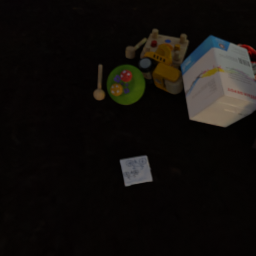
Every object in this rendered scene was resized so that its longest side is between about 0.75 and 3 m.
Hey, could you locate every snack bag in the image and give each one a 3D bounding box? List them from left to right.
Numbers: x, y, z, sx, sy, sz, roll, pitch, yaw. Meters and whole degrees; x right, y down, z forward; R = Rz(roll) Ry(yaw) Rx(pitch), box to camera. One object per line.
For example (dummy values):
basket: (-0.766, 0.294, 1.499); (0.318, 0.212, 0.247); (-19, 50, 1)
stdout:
snack bag: (0.236, 1.209, 7.923); (0.813, 0.092, 0.862); (-9, 53, -7)

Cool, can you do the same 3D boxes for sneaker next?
sneaker: (3.478, -2.499, 9.987); (2.542, 1.362, 0.849); (31, 62, 18)

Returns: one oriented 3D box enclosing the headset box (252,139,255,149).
headset box: (4.761, -0.739, 7.603); (1.111, 2.961, 2.201); (34, 59, 31)

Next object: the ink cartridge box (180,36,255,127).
ink cartridge box: (2.748, -1.333, 8.505); (1.521, 1.514, 2.073); (10, 61, -25)

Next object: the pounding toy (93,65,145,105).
pounding toy: (-0.359, -1.459, 9.164); (1.724, 0.800, 1.330); (7, 94, 15)

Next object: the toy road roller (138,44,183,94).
toy road roller: (1.279, -2.098, 9.727); (1.739, 1.069, 1.270); (30, 80, 20)

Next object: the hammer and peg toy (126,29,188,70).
hammer and peg toy: (1.130, -3.198, 11.026); (2.280, 0.804, 1.677); (15, 52, 12)
